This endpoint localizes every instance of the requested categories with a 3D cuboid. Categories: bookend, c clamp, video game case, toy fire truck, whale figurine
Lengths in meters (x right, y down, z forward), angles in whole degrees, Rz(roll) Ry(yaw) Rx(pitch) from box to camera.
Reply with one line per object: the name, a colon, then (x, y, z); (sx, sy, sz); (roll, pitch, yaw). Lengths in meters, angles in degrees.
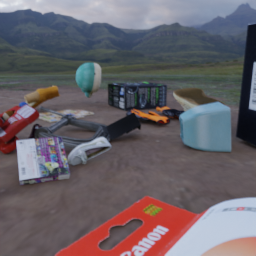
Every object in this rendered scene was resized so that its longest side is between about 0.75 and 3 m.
bookend: (-0.115, 0.009, 7.478); (0.846, 0.390, 0.841); (-27, -8, -3)
c clamp: (-1.574, 0.051, 7.458); (2.406, 0.381, 2.817); (12, 13, -4)
video game case: (-1.535, 0.559, 5.006); (0.824, 0.163, 0.909); (-6, 46, -22)
toy fire truck: (-2.707, -0.129, 6.491); (1.148, 0.767, 1.368); (-41, 33, -19)
whale figurine: (-1.980, -2.237, 13.056); (1.086, 1.665, 2.092); (5, -7, -23)

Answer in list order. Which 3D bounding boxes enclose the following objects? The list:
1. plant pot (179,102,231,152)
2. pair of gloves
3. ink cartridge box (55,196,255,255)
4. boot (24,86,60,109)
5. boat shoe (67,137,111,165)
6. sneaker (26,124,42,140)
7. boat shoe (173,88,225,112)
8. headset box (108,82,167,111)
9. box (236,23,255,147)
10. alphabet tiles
plant pot: (1.782, 0.001, 6.694); (1.039, 1.017, 1.020); (-6, 13, 4)
pair of gloves: (1.186, -0.426, 9.895); (2.291, 0.283, 2.041); (-6, 16, -32)
ink cartridge box: (0.683, 1.116, 2.684); (2.419, 0.606, 1.962); (13, 18, 35)
boot: (-3.464, -1.198, 11.378); (1.340, 0.658, 1.871); (-19, 1, -21)
boat shoe: (-0.766, 0.484, 5.523); (0.885, 0.326, 0.284); (-25, 41, -21)
sneaker: (-2.280, 0.164, 6.751); (0.338, 0.517, 0.895); (15, 9, -14)
boat shoe: (2.228, -0.668, 9.122); (0.934, 0.841, 2.590); (-16, 26, -13)
headset box: (0.453, -1.490, 12.797); (2.248, 1.043, 1.957); (-6, 14, -24)
box: (4.313, -0.969, 6.491); (2.879, 2.832, 1.691); (-3, 15, -15)
alphabet tiles: (-2.389, -0.487, 10.646); (1.997, 0.075, 1.669); (-12, 17, -40)
